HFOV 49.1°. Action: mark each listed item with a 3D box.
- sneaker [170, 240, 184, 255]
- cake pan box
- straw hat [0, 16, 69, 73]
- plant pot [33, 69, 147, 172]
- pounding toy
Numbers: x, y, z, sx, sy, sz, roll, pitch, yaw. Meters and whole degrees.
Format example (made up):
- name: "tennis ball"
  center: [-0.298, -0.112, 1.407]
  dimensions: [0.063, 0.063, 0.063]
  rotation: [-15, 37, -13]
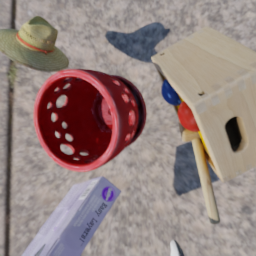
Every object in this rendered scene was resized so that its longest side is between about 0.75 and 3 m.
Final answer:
- name: "sneaker"
  center: [0.864, 2.627, 5.172]
  dimensions: [0.429, 0.377, 1.071]
  rotation: [-24, 45, 20]
- name: "cake pan box"
  center: [-1.187, 1.912, 5.370]
  dimensions: [0.554, 1.949, 2.117]
  rotation: [42, 59, -12]
- name: "straw hat"
  center: [-2.328, -2.382, 7.274]
  dimensions: [2.086, 2.086, 0.883]
  rotation: [40, 120, 8]
- name: "plant pot"
  center: [-0.684, -0.266, 5.919]
  dimensions: [1.953, 1.778, 1.953]
  rotation: [6, 104, 23]
- name: "pounding toy"
  center: [1.849, -0.087, 6.259]
  dimensions: [2.131, 2.998, 2.760]
  rotation: [-28, 36, 4]
